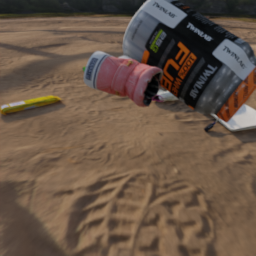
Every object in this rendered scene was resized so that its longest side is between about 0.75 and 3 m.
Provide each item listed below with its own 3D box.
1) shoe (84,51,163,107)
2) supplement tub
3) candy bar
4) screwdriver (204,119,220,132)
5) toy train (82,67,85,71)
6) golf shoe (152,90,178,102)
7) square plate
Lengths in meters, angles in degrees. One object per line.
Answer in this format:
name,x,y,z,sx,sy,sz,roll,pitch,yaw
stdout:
shoe,0.104,-0.833,5.148,1.028,0.807,2.260,24,12,11
supplement tub,1.388,-1.457,6.013,2.775,1.701,1.701,39,42,17
candy bar,-3.842,-0.957,11.137,2.468,0.273,0.615,-18,29,-30
screwdriver,3.057,-0.217,9.593,1.280,0.179,0.186,-29,54,-23
toy train,-2.003,-3.354,15.727,1.187,0.248,0.335,-17,42,-29
golf shoe,1.563,-1.269,11.629,1.313,0.495,0.601,4,42,14
square plate,3.953,-0.353,10.029,1.724,0.245,1.707,-7,28,-13
